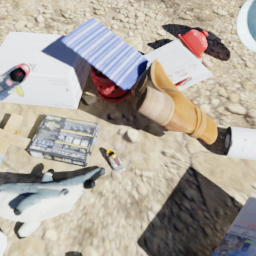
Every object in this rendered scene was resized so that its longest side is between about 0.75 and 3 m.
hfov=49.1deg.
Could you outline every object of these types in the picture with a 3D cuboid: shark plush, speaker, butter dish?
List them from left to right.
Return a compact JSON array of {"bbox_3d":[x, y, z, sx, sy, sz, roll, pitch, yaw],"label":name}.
[{"bbox_3d":[-1.784,1.371,6.623,2.755,1.252,1.148,-25,54,-21],"label":"shark plush"},{"bbox_3d":[2.488,-3.149,10.108,1.148,0.848,1.145,50,25,2],"label":"butter dish"},{"bbox_3d":[3.734,0.501,7.564,2.075,0.843,0.843,7,51,6],"label":"speaker"}]

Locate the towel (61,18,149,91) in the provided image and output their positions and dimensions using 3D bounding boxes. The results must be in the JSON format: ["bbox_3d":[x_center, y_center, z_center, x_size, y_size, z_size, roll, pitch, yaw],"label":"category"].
[{"bbox_3d":[-0.544,-2.037,7.700,2.145,0.256,1.553,37,50,-2],"label":"towel"}]

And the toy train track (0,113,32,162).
[{"bbox_3d":[-3.559,0.772,7.625,1.485,0.421,2.589,20,58,-7],"label":"toy train track"}]

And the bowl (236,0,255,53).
[{"bbox_3d":[4.705,-3.512,9.071,2.038,2.038,1.097,29,44,22],"label":"bowl"}]

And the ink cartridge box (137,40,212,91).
[{"bbox_3d":[1.252,-1.687,8.668,1.798,0.531,2.247,-26,48,-3],"label":"ink cartridge box"}]

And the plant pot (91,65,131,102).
[{"bbox_3d":[-0.507,-1.541,9.005,1.262,1.149,1.262,-1,52,2],"label":"plant pot"}]

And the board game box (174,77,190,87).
[{"bbox_3d":[1.247,-1.198,8.787,1.452,1.111,0.293,-40,90,-28],"label":"board game box"}]

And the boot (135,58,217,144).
[{"bbox_3d":[1.292,-0.753,7.399,2.061,1.018,2.654,25,27,-13],"label":"boot"}]

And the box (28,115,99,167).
[{"bbox_3d":[-1.785,0.325,7.944,1.643,0.403,1.324,9,55,8],"label":"box"}]

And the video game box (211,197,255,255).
[{"bbox_3d":[2.807,2.457,4.848,2.564,2.815,0.659,-41,103,-25],"label":"video game box"}]

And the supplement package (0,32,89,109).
[{"bbox_3d":[-2.762,-1.884,9.095,2.548,1.413,1.984,6,53,6],"label":"supplement package"}]

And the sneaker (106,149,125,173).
[{"bbox_3d":[-0.365,0.894,7.578,0.306,0.323,0.787,-31,58,-22],"label":"sneaker"}]

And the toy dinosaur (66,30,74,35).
[{"bbox_3d":[-2.292,-3.803,11.525,0.413,0.238,0.816,-34,50,-6],"label":"toy dinosaur"}]

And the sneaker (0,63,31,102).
[{"bbox_3d":[-3.205,-1.200,7.502,1.394,0.522,0.589,-46,24,5],"label":"sneaker"}]

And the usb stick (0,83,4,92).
[{"bbox_3d":[-3.580,-0.874,7.152,0.865,0.240,0.141,-28,24,3],"label":"usb stick"}]

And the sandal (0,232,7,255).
[{"bbox_3d":[-3.427,2.908,5.815,0.465,0.770,1.893,-5,35,52],"label":"sandal"}]
